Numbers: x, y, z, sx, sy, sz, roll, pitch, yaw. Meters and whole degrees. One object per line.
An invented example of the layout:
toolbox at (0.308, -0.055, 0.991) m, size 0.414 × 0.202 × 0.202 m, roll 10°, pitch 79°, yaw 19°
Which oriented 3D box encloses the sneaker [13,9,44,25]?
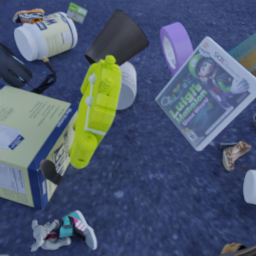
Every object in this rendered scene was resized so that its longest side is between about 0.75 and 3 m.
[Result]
sneaker at (-2.857, -3.138, 8.051) m, size 0.905 × 0.354 × 0.350 m, roll -13°, pitch 86°, yaw 1°

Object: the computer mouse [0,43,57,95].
computer mouse at (-3.389, -1.931, 9.069) m, size 1.618 × 2.305 × 0.530 m, roll -35°, pitch 34°, yaw 0°

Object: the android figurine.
android figurine at (-0.887, -0.425, 6.887) m, size 0.610 × 2.972 × 2.705 m, roll 15°, pitch 53°, yaw -17°

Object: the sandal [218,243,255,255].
sandal at (2.490, 3.292, 6.781) m, size 2.639 × 1.078 × 0.720 m, roll -14°, pitch 22°, yaw -5°

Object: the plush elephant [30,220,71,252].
plush elephant at (-2.142, 2.766, 7.321) m, size 1.008 × 0.780 × 0.830 m, roll -22°, pitch 46°, yaw -23°

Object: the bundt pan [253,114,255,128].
bundt pan at (5.325, -0.185, 10.952) m, size 0.904 × 0.339 × 0.904 m, roll 0°, pitch 43°, yaw 0°

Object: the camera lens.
camera lens at (-0.422, -1.886, 11.936) m, size 1.526 × 1.526 × 1.908 m, roll 0°, pitch 42°, yaw 0°

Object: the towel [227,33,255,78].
towel at (2.631, -1.452, 6.484) m, size 0.170 × 1.146 × 1.563 m, roll 37°, pitch 42°, yaw -24°

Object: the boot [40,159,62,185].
boot at (-1.892, 1.008, 6.538) m, size 0.385 × 1.019 × 0.375 m, roll 25°, pitch 62°, yaw 21°

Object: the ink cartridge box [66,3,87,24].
ink cartridge box at (-2.046, -4.294, 10.817) m, size 0.653 × 0.883 × 0.335 m, roll 21°, pitch 66°, yaw -18°

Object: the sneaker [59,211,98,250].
sneaker at (-1.401, 2.760, 7.381) m, size 0.777 × 0.538 × 1.287 m, roll -8°, pitch 31°, yaw -37°

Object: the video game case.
video game case at (1.717, -0.773, 6.413) m, size 0.230 × 1.967 × 1.788 m, roll 5°, pitch 42°, yaw -47°

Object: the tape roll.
tape roll at (1.661, -2.662, 9.620) m, size 0.566 × 1.727 × 1.727 m, roll -19°, pitch 44°, yaw -1°

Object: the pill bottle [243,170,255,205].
pill bottle at (4.621, 1.829, 7.987) m, size 2.313 × 1.280 × 1.280 m, roll 7°, pitch 42°, yaw 7°

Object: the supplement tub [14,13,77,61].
supplement tub at (-4.338, -4.809, 14.868) m, size 2.731 × 1.980 × 1.980 m, roll -33°, pitch 51°, yaw -31°

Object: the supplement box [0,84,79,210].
supplement box at (-3.378, 0.481, 8.731) m, size 2.885 × 1.939 × 2.888 m, roll 16°, pitch 44°, yaw 5°

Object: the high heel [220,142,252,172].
high heel at (3.763, 0.956, 9.495) m, size 1.072 × 0.537 × 1.504 m, roll 0°, pitch 33°, yaw 9°

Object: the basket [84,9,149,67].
basket at (-0.527, -2.999, 10.420) m, size 2.013 × 1.815 × 1.369 m, roll -48°, pitch 13°, yaw -6°
